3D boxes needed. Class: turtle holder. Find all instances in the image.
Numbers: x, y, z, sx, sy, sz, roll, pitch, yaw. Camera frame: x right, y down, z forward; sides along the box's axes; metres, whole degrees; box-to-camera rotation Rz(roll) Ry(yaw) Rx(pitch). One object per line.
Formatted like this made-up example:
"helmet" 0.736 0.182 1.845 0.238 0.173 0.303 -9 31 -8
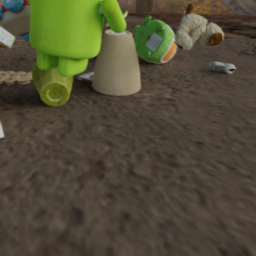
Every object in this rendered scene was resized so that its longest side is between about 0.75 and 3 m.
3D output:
"turtle holder" 1.286 -4.432 14.773 2.772 2.106 1.969 13 -2 44

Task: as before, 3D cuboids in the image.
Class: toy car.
"toy car" -2.756 -3.211 7.119 1.265 1.430 1.319 -13 -14 23

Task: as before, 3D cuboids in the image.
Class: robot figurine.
"robot figurine" -1.253 -2.457 5.862 2.294 2.614 1.512 19 26 17

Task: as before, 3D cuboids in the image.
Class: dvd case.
"dvd case" -1.302 -2.138 12.140 1.557 0.171 1.137 22 34 38

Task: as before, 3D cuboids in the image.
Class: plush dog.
"plush dog" 2.561 -3.351 9.781 1.574 1.470 1.833 21 24 0

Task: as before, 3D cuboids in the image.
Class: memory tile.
"memory tile" -5.201 -2.233 12.323 2.087 0.175 1.599 2 27 3

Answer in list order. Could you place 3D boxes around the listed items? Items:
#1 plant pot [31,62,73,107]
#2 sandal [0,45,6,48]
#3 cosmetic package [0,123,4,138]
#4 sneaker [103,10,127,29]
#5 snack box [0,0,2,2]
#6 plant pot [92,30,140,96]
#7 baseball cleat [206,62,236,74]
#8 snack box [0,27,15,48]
"plant pot" -2.582 -1.501 9.711 1.477 1.477 1.422 -7 39 -13
"sandal" -3.304 -2.129 5.839 0.848 0.570 2.111 11 1 23
"cosmetic package" -4.245 -0.613 7.392 1.036 1.685 1.680 -24 35 -36
"sneaker" -0.624 -5.350 13.409 1.441 0.583 0.532 -43 24 -25
"snack box" -4.134 -3.961 7.537 1.397 0.561 1.657 16 11 -37
"plant pot" -0.418 -2.585 10.716 1.952 2.084 1.952 3 30 -2
"baseball cleat" 4.411 -2.844 13.223 1.323 0.461 0.704 1 26 4
"snack box" -2.446 -1.656 4.638 0.882 0.234 0.627 21 -1 14
